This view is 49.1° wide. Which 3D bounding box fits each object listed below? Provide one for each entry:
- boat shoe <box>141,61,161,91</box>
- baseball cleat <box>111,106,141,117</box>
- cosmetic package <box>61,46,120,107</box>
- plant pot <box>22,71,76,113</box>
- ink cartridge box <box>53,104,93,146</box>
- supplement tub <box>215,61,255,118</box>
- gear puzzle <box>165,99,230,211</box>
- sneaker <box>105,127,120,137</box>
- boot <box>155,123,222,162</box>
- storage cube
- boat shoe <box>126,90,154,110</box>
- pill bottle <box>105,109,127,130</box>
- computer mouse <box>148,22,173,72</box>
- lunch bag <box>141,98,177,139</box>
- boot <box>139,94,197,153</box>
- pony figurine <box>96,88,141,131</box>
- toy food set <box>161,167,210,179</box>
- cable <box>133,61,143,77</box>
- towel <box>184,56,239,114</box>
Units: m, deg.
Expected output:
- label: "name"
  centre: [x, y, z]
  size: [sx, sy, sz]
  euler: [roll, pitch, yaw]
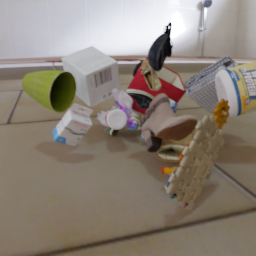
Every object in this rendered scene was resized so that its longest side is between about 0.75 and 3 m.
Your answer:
- label: "boat shoe"
  centre: [0.635, -1.558, 8.276]
  size: [0.322, 1.027, 0.377]
  euler: [-9, -24, -42]
- label: "baseball cleat"
  centre: [-0.057, -0.694, 13.148]
  size: [0.849, 0.556, 1.594]
  euler: [-29, 42, -30]
- label: "cosmetic package"
  centre: [-1.387, -1.963, 10.534]
  size: [1.406, 1.408, 1.706]
  euler: [-29, 48, -25]
- label: "plant pot"
  centre: [-2.696, -1.305, 9.159]
  size: [1.454, 1.360, 1.360]
  euler: [16, 24, 21]
- label: "ink cartridge box"
  centre: [-1.688, -0.070, 8.768]
  size: [0.768, 1.326, 0.442]
  euler: [19, 35, -39]
- label: "supplement tub"
  centre: [3.911, -1.277, 8.613]
  size: [2.093, 1.514, 1.514]
  euler: [-15, 18, 7]
- label: "gear puzzle"
  centre: [1.641, 0.451, 6.410]
  size: [0.356, 2.722, 1.410]
  euler: [18, -17, 44]
- label: "sneaker"
  centre: [-0.476, -0.152, 11.388]
  size: [0.535, 0.400, 1.192]
  euler: [13, 52, 44]
- label: "boot"
  centre: [2.095, 0.472, 9.276]
  size: [2.174, 0.821, 2.483]
  euler: [-5, 11, 13]
- label: "storage cube"
  centre: [1.082, -1.516, 11.361]
  size: [1.885, 1.695, 1.611]
  euler: [24, 31, -19]
- label: "boat shoe"
  centre: [0.490, -0.828, 8.741]
  size: [1.435, 0.447, 0.535]
  euler: [24, -9, -42]
- label: "pill bottle"
  centre: [-0.464, -0.306, 9.960]
  size: [0.698, 0.698, 1.236]
  euler: [-3, 3, -9]
- label: "computer mouse"
  centre: [0.896, -2.237, 8.129]
  size: [0.429, 1.126, 1.627]
  euler: [12, 48, 18]
- label: "lunch bag"
  centre: [1.169, -0.297, 10.298]
  size: [0.666, 1.616, 1.299]
  euler: [32, 25, 9]
- label: "boot"
  centre: [1.047, -0.318, 7.968]
  size: [0.760, 2.164, 1.582]
  euler: [22, 52, -27]
- label: "pony figurine"
  centre: [-0.117, -0.648, 10.955]
  size: [1.789, 1.543, 1.853]
  euler: [30, 22, -8]
- label: "toy food set"
  centre: [1.688, 1.083, 7.691]
  size: [0.817, 0.867, 1.815]
  euler: [13, 30, 33]
- label: "cable"
  centre: [0.494, -2.538, 12.197]
  size: [0.258, 0.830, 1.017]
  euler: [48, 24, 15]
- label: "towel"
  centre: [3.284, -1.538, 10.097]
  size: [1.651, 1.994, 0.853]
  euler: [33, 41, -32]
